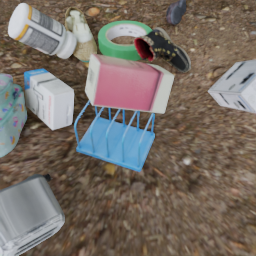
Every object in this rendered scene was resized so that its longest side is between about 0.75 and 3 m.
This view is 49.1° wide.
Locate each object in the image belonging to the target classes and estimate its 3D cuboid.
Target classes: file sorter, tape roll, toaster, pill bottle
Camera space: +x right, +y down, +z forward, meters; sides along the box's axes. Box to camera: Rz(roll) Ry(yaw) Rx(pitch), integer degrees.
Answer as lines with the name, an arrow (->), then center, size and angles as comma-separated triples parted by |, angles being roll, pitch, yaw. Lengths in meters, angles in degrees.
file sorter -> -0.301, 0.083, 6.968 | 1.737, 1.066, 1.205 | 17, 52, 13
tape roll -> -0.069, -3.190, 10.171 | 1.997, 0.480, 1.997 | 0, 49, 1
toaster -> -1.924, 1.608, 5.143 | 1.650, 0.937, 1.066 | -20, 65, -45
pill bottle -> -2.684, -3.000, 8.932 | 1.900, 1.106, 1.106 | 20, 34, -43

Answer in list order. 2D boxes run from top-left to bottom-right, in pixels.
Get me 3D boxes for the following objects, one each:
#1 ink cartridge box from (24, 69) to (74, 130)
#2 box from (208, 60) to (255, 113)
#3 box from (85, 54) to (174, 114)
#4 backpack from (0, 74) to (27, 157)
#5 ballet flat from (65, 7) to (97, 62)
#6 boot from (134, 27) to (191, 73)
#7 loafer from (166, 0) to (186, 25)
ink cartridge box -> -2.117, -0.781, 7.431 | 0.614, 1.064, 1.457 | -21, 44, -40
box -> 3.008, -1.103, 7.186 | 0.628, 2.087, 1.218 | 44, 95, -9
box -> -0.015, -1.064, 6.722 | 1.801, 0.981, 1.151 | 5, 23, -20
backpack -> -3.569, -0.270, 6.706 | 1.946, 1.697, 2.214 | -1, 43, -6
ballet flat -> -1.815, -3.509, 10.149 | 0.988, 0.914, 2.801 | -16, 52, -15
boot -> 1.082, -2.357, 8.874 | 1.809, 0.662, 1.362 | 53, 45, 4
loafer -> 1.863, -4.715, 11.466 | 0.608, 0.694, 1.930 | 4, 40, 28
